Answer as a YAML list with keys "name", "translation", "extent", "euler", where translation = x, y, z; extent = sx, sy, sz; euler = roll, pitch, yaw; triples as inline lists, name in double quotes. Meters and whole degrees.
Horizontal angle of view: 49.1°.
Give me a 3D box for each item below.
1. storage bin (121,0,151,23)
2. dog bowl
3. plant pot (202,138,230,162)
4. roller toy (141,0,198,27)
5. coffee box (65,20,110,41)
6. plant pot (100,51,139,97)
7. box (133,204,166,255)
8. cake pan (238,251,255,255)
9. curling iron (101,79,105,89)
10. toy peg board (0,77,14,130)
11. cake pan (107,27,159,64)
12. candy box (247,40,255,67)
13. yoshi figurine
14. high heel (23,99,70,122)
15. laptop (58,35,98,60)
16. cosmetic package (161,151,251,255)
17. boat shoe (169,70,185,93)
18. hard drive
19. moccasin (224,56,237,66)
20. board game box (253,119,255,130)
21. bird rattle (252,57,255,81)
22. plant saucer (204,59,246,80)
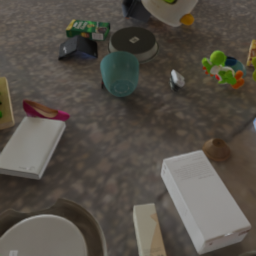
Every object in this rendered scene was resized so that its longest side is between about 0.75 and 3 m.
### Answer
- name: "storage bin"
  translation: [0.492, -6.460, 15.085]
  extent: [1.292, 1.400, 1.924]
  euler: [17, 40, -23]
- name: "dog bowl"
  translation: [-1.859, 2.917, 5.894]
  extent: [2.871, 0.842, 2.871]
  euler: [0, 44, 0]
- name: "plant pot"
  translation: [2.718, 0.592, 8.547]
  extent: [0.821, 0.379, 0.821]
  euler: [-1, 46, 1]
- name: "roller toy"
  translation: [2.058, -6.463, 14.135]
  extent: [2.775, 1.939, 2.531]
  euler: [9, 45, -33]
- name: "coffee box"
  translation: [-1.988, -4.885, 13.964]
  extent: [1.984, 0.436, 1.220]
  euler: [8, 46, 8]
- name: "plant pot"
  translation: [-0.270, -1.876, 10.330]
  extent: [1.465, 1.465, 1.175]
  euler: [-4, 54, -4]
- name: "box"
  translation: [0.468, 2.502, 6.468]
  extent: [0.519, 0.634, 1.335]
  euler: [-5, 46, -6]
- name: "cake pan"
  translation: [2.872, 3.757, 5.290]
  extent: [2.670, 0.490, 2.670]
  euler: [0, 44, 0]
- name: "curling iron"
  translation: [-0.987, -1.798, 11.088]
  extent: [0.106, 0.206, 0.833]
  euler: [26, 35, -21]
- name: "toy peg board"
  translation: [-5.605, -1.065, 9.509]
  extent: [2.757, 1.354, 2.768]
  euler: [-16, 47, -16]
- name: "cake pan"
  translation: [0.234, -3.811, 12.688]
  extent: [2.380, 0.437, 2.380]
  euler: [0, 53, 0]
- name: "candy box"
  translation: [5.809, -3.222, 12.283]
  extent: [0.936, 0.453, 1.604]
  euler: [17, 48, 15]
- name: "yoshi figurine"
  translation: [3.647, -2.267, 10.536]
  extent: [1.737, 0.976, 0.973]
  euler: [26, 87, -15]
- name: "high heel"
  translation: [-2.772, -0.608, 9.480]
  extent: [1.553, 0.745, 0.523]
  euler: [8, 46, 8]
- name: "laptop"
  translation: [-2.302, -3.556, 12.896]
  extent: [1.595, 0.824, 1.414]
  euler: [-23, 43, 14]
- name: "cosmetic package"
  translation: [1.817, 1.770, 7.047]
  extent: [1.195, 0.871, 2.351]
  euler: [-12, 48, -11]
- name: "boat shoe"
  translation: [1.796, -1.795, 10.773]
  extent: [0.563, 0.554, 1.563]
  euler: [35, 24, -7]
- name: "hard drive"
  translation: [-2.984, 0.537, 8.668]
  extent: [1.429, 0.285, 2.166]
  euler: [7, 45, 7]
- name: "moccasin"
  translation: [3.938, -2.817, 11.679]
  extent: [1.130, 0.454, 0.385]
  euler: [11, 41, -6]
- name: "board game box"
  translation: [4.867, 0.192, 9.000]
  extent: [1.388, 0.254, 1.050]
  euler: [6, 45, 3]
- name: "bird rattle"
  translation: [5.548, -1.746, 9.374]
  extent: [2.509, 2.046, 1.414]
  euler: [23, 40, -22]
- name: "plant saucer"
  translation: [4.080, -2.552, 11.788]
  extent: [1.779, 0.244, 1.779]
  euler: [0, 46, 0]
